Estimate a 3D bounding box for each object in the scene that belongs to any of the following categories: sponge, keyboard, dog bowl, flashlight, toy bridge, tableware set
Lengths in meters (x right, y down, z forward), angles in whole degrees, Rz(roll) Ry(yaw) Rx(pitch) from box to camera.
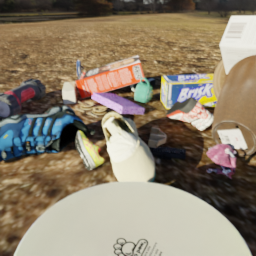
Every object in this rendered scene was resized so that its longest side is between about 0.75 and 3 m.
[{"bbox_3d":[-0.396,-0.903,10.152,1.039,0.278,1.863,-2,21,-41],"label":"sponge"},{"bbox_3d":[0.972,0.646,7.359,1.063,0.136,0.638,4,24,11],"label":"keyboard"},{"bbox_3d":[0.056,1.933,3.500,2.840,1.118,2.840,0,25,0],"label":"dog bowl"},{"bbox_3d":[-3.849,-1.066,10.209,0.956,0.953,2.814,8,21,8],"label":"flashlight"},{"bbox_3d":[0.832,0.279,7.820,0.462,0.187,1.373,9,17,5],"label":"toy bridge"},{"bbox_3d":[-1.262,-0.764,10.218,1.232,0.247,0.814,21,33,38],"label":"tableware set"}]

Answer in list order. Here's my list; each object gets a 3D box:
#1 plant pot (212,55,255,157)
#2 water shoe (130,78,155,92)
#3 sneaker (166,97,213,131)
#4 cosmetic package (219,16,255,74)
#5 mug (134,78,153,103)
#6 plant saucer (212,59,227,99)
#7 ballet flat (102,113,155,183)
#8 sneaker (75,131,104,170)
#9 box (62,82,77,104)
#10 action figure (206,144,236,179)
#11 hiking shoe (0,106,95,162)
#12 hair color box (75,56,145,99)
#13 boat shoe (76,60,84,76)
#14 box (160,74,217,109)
[{"bbox_3d":[3.303,-0.412,7.628,2.277,2.277,2.436,18,48,33],"label":"plant pot"},{"bbox_3d":[0.522,-1.885,12.268,0.642,0.581,1.626,21,23,35],"label":"water shoe"},{"bbox_3d":[1.954,-0.354,8.962,1.079,0.672,2.013,39,-8,-7],"label":"sneaker"},{"bbox_3d":[3.636,-2.454,8.552,1.180,1.430,1.178,14,71,33],"label":"cosmetic package"},{"bbox_3d":[0.624,-1.385,10.795,0.556,0.900,0.739,18,64,16],"label":"mug"},{"bbox_3d":[4.152,-1.567,9.479,2.474,2.474,0.364,6,-1,13],"label":"plant saucer"},{"bbox_3d":[-0.162,0.365,6.732,1.022,1.022,2.942,-5,23,-10],"label":"ballet flat"},{"bbox_3d":[-0.971,0.531,7.011,0.507,0.439,1.123,-14,60,-27],"label":"sneaker"},{"bbox_3d":[-2.339,-1.414,11.229,0.467,0.570,1.200,-5,27,-6],"label":"box"},{"bbox_3d":[2.293,0.864,6.694,0.769,0.692,1.033,36,26,-28],"label":"action figure"},{"bbox_3d":[-2.322,0.212,7.242,2.833,1.054,1.228,-28,45,-36],"label":"hiking shoe"},{"bbox_3d":[-0.727,-2.125,11.640,2.684,0.822,1.362,-15,25,5],"label":"hair color box"},{"bbox_3d":[-2.419,-3.001,14.146,0.307,0.847,0.306,-15,30,-35],"label":"boat shoe"},{"bbox_3d":[2.788,-1.404,10.584,2.998,1.050,0.964,-3,28,-7],"label":"box"}]
